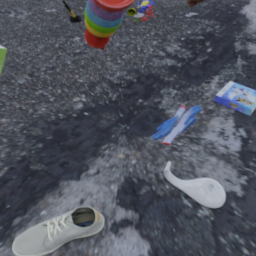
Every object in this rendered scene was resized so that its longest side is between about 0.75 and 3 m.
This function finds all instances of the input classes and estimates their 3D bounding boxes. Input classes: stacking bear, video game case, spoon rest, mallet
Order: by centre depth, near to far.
[{"bbox_3d":[1.795,1.559,7.652,1.783,0.540,0.886,27,48,10],"label":"spoon rest"},{"bbox_3d":[-0.945,-3.956,10.272,1.553,2.558,1.454,29,60,-5],"label":"stacking bear"},{"bbox_3d":[-2.146,-4.456,10.750,0.445,1.351,0.278,4,82,4],"label":"mallet"},{"bbox_3d":[4.286,-1.173,10.788,1.429,0.325,1.296,29,50,28],"label":"video game case"}]

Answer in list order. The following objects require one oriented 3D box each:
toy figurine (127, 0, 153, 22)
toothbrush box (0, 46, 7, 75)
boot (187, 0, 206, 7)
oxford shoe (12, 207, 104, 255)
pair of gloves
[{"bbox_3d":[0.450,-3.316,7.783,0.852,0.449,0.510,8,59,45],"label":"toy figurine"},{"bbox_3d":[-3.537,-1.285,6.292,1.091,1.498,0.645,24,17,6],"label":"toothbrush box"},{"bbox_3d":[2.583,-5.505,10.798,1.248,1.339,0.430,-8,31,44],"label":"boot"},{"bbox_3d":[-1.621,2.369,6.556,2.153,0.622,0.809,-15,46,-13],"label":"oxford shoe"},{"bbox_3d":[1.000,-0.085,5.944,1.067,0.151,1.327,-48,11,-5],"label":"pair of gloves"}]
